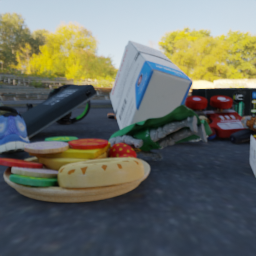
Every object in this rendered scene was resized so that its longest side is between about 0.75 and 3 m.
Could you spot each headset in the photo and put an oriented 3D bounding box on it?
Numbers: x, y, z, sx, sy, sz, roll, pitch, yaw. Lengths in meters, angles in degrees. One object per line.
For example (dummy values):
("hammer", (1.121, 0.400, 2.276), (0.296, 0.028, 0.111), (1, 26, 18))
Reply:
("headset", (-3.203, -1.055, 12.914), (2.872, 1.774, 1.349), (-13, 24, -13))

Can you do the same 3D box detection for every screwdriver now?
("screwdriver", (4.238, 0.005, 8.566), (2.736, 0.398, 0.382), (-17, 22, -20))

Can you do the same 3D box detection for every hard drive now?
("hard drive", (-2.718, -0.642, 9.827), (2.873, 0.472, 2.005), (-36, 25, -25))

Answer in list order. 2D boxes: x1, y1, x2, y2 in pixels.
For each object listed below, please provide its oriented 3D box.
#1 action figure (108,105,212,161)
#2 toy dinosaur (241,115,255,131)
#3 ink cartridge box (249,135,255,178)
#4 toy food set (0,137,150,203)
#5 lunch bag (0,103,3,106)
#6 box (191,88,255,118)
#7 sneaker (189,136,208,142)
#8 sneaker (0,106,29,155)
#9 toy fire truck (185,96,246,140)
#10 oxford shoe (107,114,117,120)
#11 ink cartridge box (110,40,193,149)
("action figure", (0.388, 0.264, 5.747), (2.308, 0.631, 1.363), (-18, -36, 33))
("toy dinosaur", (4.262, 0.062, 7.711), (1.421, 1.069, 2.093), (-7, 38, -40))
("ink cartridge box", (3.170, 0.514, 5.256), (1.581, 0.663, 1.388), (2, 7, 17))
("toy food set", (-0.866, 0.606, 4.758), (2.460, 0.605, 2.486), (1, 8, 11))
("lunch bag", (-3.998, -0.143, 8.409), (0.567, 0.791, 0.964), (-5, 43, 3))
("box", (4.137, -0.804, 11.408), (2.697, 1.676, 2.003), (-2, 8, -4))
("sneaker", (1.646, 0.202, 8.192), (1.398, 0.525, 0.567), (4, -3, 41))
("sneaker", (-2.944, 0.031, 6.902), (0.968, 1.098, 2.463), (-3, 0, -32))
("toy fire truck", (2.807, -0.206, 9.259), (2.206, 1.237, 1.852), (-3, 24, -8))
("oxford shoe", (-0.599, -0.531, 14.388), (0.953, 0.340, 0.348), (-1, 22, -1))
("ink cartridge box", (0.454, -1.057, 7.980), (1.182, 2.046, 2.803), (12, 27, -18))
